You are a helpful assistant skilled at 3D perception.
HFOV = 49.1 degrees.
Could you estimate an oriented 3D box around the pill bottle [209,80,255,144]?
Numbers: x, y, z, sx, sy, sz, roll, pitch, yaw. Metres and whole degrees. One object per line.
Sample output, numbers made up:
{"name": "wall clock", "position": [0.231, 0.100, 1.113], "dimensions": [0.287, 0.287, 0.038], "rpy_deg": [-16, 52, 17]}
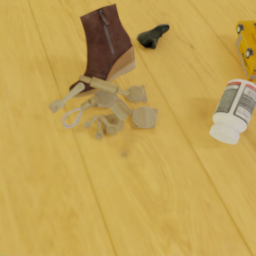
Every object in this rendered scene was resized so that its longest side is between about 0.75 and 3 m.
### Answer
{"name": "pill bottle", "position": [3.502, -0.522, 9.309], "dimensions": [1.123, 1.123, 1.939], "rpy_deg": [25, 78, 13]}

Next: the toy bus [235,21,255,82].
{"name": "toy bus", "position": [4.860, -3.092, 11.041], "dimensions": [0.801, 0.963, 2.460], "rpy_deg": [-5, 61, -1]}

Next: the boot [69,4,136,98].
{"name": "boot", "position": [-1.185, -2.589, 9.535], "dimensions": [2.869, 2.386, 1.038], "rpy_deg": [-33, 29, -17]}

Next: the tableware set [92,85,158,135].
{"name": "tableware set", "position": [-0.115, -0.716, 10.144], "dimensions": [2.334, 0.271, 1.950], "rpy_deg": [-8, 63, -5]}

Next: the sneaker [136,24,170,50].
{"name": "sneaker", "position": [1.182, -3.754, 11.657], "dimensions": [1.493, 0.571, 0.855], "rpy_deg": [-26, 66, -10]}

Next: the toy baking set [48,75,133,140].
{"name": "toy baking set", "position": [-1.220, -0.670, 9.175], "dimensions": [2.650, 2.034, 0.308], "rpy_deg": [23, 19, -5]}
